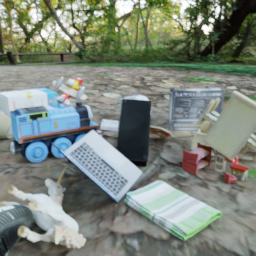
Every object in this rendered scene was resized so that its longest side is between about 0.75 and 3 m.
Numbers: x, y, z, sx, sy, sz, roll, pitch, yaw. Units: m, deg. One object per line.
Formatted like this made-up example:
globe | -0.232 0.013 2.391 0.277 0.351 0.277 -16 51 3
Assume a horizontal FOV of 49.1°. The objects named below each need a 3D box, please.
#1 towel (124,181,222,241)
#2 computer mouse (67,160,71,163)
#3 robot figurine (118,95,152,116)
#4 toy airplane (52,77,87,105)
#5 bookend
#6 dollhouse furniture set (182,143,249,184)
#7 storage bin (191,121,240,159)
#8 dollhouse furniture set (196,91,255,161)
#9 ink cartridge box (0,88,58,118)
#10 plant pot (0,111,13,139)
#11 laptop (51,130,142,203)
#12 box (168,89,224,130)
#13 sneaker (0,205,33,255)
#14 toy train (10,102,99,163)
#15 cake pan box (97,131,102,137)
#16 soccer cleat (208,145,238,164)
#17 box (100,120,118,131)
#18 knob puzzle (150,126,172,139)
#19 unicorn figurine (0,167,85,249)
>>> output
towel | 0.961 1.714 6.248 1.333 0.274 1.786 -15 23 -39
computer mouse | -1.113 1.025 8.576 1.559 0.265 0.457 2 43 16
robot figurine | 0.324 -0.950 13.109 1.632 1.087 1.925 23 -10 -29
toy airplane | -1.914 -1.261 9.141 1.020 0.720 1.016 -9 55 -13
bookend | 0.181 0.439 8.812 0.906 1.954 1.966 4 -27 2
dollhouse furniture set | 2.438 1.003 7.896 1.622 0.660 0.873 15 23 40
storage bin | 3.154 0.356 9.791 1.589 0.750 1.600 9 20 22
dollhouse furniture set | 3.424 -0.216 8.577 2.131 1.615 2.432 36 25 18
ink cartridge box | -4.344 -0.817 12.279 2.067 1.517 1.510 -12 21 -36
plant pot | -5.048 -0.101 10.825 1.347 1.261 1.261 20 22 14
laptop | -0.590 0.756 6.503 1.795 1.111 1.917 40 43 8
box | 2.856 -0.784 11.851 2.184 1.729 0.528 -1 18 -1
sneaker | -2.321 2.112 4.139 1.176 0.864 2.600 14 26 31
toy train | -2.360 0.061 9.193 2.937 1.678 1.273 -10 20 -30
cake pan box | -1.394 0.330 10.841 0.788 0.206 0.725 -3 20 -8
soccer cleat | 2.849 0.778 8.469 1.021 0.435 0.350 39 56 22
box | -0.801 -0.117 12.166 0.729 0.193 0.935 6 16 -3
knob puzzle | 1.042 0.171 10.296 1.327 0.184 1.327 16 -12 4
unicorn figurine | -1.612 1.593 5.501 1.619 0.870 2.357 36 8 -48
